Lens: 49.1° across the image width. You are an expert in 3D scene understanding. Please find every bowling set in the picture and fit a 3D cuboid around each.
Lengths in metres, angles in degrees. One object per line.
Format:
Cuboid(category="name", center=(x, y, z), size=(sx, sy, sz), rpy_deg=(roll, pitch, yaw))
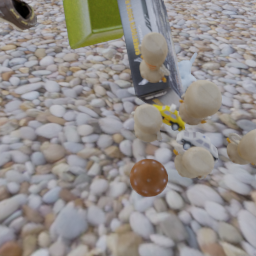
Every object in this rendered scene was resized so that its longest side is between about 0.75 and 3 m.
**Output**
Cuboid(category="bowling set", center=(0.601, 0.105, 4.019), size=(1.764, 1.360, 2.534), rpy_deg=(-43, 81, -5))

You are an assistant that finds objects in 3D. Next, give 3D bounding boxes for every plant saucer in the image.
Cuboid(category="plant saucer", center=(-0.955, -4.375, 9.622), size=(0.689, 2.872, 2.876), rpy_deg=(13, 30, 35))

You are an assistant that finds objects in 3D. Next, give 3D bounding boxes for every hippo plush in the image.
Cuboid(category="hippo plush", center=(2.047, -1.822, 10.381), size=(1.400, 1.115, 1.126), rpy_deg=(-22, 75, -2))

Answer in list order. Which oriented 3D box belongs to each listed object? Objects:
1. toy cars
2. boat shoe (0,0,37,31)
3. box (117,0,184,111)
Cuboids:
Cuboid(category="toy cars", center=(0.930, -0.007, 4.649), size=(0.673, 0.333, 1.502), rpy_deg=(3, 34, -43))
Cuboid(category="boat shoe", center=(-3.082, -3.281, 7.991), size=(0.624, 0.753, 2.097), rpy_deg=(-7, 7, 10))
Cuboid(category="box", center=(0.576, -1.916, 6.408), size=(0.703, 2.303, 2.908), rpy_deg=(-13, 81, 18))
